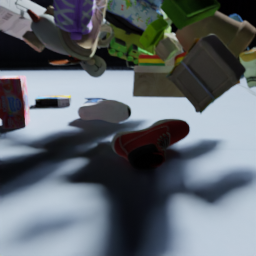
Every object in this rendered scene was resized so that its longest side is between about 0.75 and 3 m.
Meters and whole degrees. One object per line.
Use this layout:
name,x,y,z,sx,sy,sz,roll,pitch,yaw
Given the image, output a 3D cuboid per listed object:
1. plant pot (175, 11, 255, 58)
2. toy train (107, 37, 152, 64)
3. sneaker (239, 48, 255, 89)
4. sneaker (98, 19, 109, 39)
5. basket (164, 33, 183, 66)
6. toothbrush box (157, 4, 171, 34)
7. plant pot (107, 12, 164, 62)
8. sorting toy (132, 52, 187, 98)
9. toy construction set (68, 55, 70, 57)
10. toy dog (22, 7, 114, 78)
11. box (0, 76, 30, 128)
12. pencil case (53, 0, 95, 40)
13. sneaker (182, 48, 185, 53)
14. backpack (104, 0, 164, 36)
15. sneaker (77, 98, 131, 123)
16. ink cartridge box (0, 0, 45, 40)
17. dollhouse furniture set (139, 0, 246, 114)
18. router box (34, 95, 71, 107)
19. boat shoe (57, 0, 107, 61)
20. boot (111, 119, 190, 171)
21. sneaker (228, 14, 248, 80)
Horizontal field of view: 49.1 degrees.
plant pot,2.368,-2.619,8.239,1.728,1.981,1.981,40,18,-2
toy train,0.201,-2.314,8.744,1.801,0.376,0.508,15,-36,-28
sneaker,3.723,-1.683,7.577,2.352,1.031,0.889,-23,16,-37
sneaker,-1.042,-3.535,10.664,0.448,1.129,0.417,16,25,-32
basket,1.753,-3.236,11.760,0.859,1.268,0.782,35,33,24
toothbrush box,1.199,-4.622,12.347,1.006,0.595,1.382,-2,-31,24
plant pot,0.268,-3.338,10.638,1.916,1.990,1.990,7,16,15
sorting toy,1.155,-1.519,8.140,2.019,0.707,2.031,1,-12,0
toy construction set,-1.873,-3.652,11.309,0.907,1.969,1.291,20,26,-49
toy dog,-1.964,-2.683,8.327,2.900,1.913,1.397,16,-6,12
box,-3.914,-0.901,9.615,0.798,1.686,0.865,-2,15,-9
pencil case,-0.787,-2.415,4.491,0.750,1.788,0.764,-13,53,-28
sneaker,1.976,-3.236,9.237,0.579,1.570,0.628,3,44,10
backpack,-0.034,-3.697,8.493,1.876,1.378,1.716,13,15,-40
sneaker,-0.727,-0.799,10.780,2.155,0.868,1.578,0,19,18
ink cartridge box,-4.182,-4.074,10.123,1.419,0.819,1.943,-13,-15,38
dollhouse furniture set,1.550,-1.691,6.156,1.134,2.260,1.480,-34,-8,-31
router box,-3.584,-1.302,13.510,1.604,0.410,1.196,-2,15,-8
boat shoe,-0.850,-2.489,5.700,0.866,2.401,0.780,19,-31,-29
boot,0.848,0.405,6.693,2.155,0.780,1.555,-15,20,-21
sneaker,3.739,-2.843,9.435,0.915,2.334,1.050,-3,-15,6
